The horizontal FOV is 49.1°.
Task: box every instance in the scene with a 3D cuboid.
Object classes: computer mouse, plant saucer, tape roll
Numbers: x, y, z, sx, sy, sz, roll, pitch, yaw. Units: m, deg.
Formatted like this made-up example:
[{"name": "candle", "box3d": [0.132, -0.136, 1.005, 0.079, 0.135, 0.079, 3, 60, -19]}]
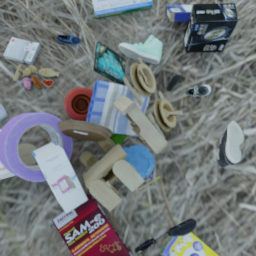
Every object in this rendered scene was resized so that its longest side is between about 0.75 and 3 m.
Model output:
[{"name": "computer mouse", "box3d": [1.098, 3.140, 7.974, 1.978, 0.580, 0.337, -24, 78, -7]}, {"name": "plant saucer", "box3d": [-1.449, 0.143, 9.335, 1.833, 1.833, 0.270, 8, 74, 3]}, {"name": "tape roll", "box3d": [-3.208, 0.644, 9.759, 2.345, 0.996, 2.345, -1, 92, -38]}]

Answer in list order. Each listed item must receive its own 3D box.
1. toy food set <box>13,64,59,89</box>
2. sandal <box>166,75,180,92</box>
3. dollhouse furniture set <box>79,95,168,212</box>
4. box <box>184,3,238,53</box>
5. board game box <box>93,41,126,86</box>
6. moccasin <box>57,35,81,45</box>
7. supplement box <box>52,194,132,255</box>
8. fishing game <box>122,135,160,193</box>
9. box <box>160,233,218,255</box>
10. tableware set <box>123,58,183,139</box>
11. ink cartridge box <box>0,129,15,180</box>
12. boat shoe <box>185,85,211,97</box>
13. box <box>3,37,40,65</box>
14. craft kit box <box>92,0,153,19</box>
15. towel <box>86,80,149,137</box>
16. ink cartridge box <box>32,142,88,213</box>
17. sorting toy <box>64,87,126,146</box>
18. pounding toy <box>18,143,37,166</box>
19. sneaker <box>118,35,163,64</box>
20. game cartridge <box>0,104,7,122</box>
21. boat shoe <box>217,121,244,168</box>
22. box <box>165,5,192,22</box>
[{"name": "toy food set", "box3d": [-3.859, -2.069, 11.815, 1.710, 0.269, 1.087, 15, 72, -3]}, {"name": "sandal", "box3d": [1.894, -1.892, 11.789, 0.310, 0.197, 0.825, 38, 88, 11]}, {"name": "dollhouse furniture set", "box3d": [-0.483, 0.649, 9.061, 2.845, 2.493, 1.890, -41, 113, -1]}, {"name": "box", "box3d": [3.310, -4.039, 11.527, 1.665, 2.033, 0.876, -1, 71, 0]}, {"name": "board game box", "box3d": [-0.582, -2.112, 9.347, 0.206, 1.462, 0.989, -5, 76, 34]}, {"name": "moccasin", "box3d": [-2.636, -3.908, 12.377, 1.034, 0.352, 0.416, 1, 71, 0]}, {"name": "supplement box", "box3d": [-1.102, 3.861, 9.410, 1.567, 0.877, 2.879, -35, 73, -11]}, {"name": "fishing game", "box3d": [0.274, 1.295, 10.608, 1.484, 0.322, 2.073, -32, 68, -17]}, {"name": "box", "box3d": [2.285, 4.471, 9.408, 2.104, 0.509, 1.235, 38, 75, 11]}, {"name": "tableware set", "box3d": [1.050, -1.140, 10.076, 2.826, 0.566, 1.868, 55, 36, -21]}, {"name": "ink cartridge box", "box3d": [-4.890, 1.048, 10.460, 1.256, 0.725, 1.720, -15, 72, -5]}, {"name": "boat shoe", "box3d": [2.672, -1.426, 10.853, 0.390, 1.141, 0.421, -17, 106, -29]}, {"name": "box", "box3d": [-4.628, -3.365, 12.237, 1.287, 0.265, 1.004, 14, 71, 4]}, {"name": "craft kit box", "box3d": [-0.462, -6.548, 12.659, 2.699, 0.655, 2.666, -12, 97, -4]}, {"name": "towel", "box3d": [-0.299, -0.608, 9.820, 0.289, 2.425, 1.781, 25, 103, 48]}, {"name": "ink cartridge box", "box3d": [-2.201, 1.548, 8.985, 0.815, 1.392, 1.926, -27, 109, -22]}, {"name": "sorting toy", "box3d": [-1.171, -0.500, 10.836, 2.716, 1.115, 1.632, 45, 85, -9]}, {"name": "pounding toy", "box3d": [-3.765, 1.142, 10.614, 1.228, 0.570, 0.948, 13, 58, -25]}, {"name": "sneaker", "box3d": [0.577, -3.519, 12.057, 1.860, 0.684, 1.097, 17, 77, -4]}, {"name": "game cartridge", "box3d": [-5.394, -0.692, 11.359, 0.672, 0.210, 1.010, -41, 76, -9]}, {"name": "boat shoe", "box3d": [3.298, 0.514, 9.097, 0.726, 0.593, 1.966, 38, 43, -11]}, {"name": "box", "box3d": [3.095, -5.056, 12.277, 2.735, 0.443, 1.656, -2, 34, 1]}]
